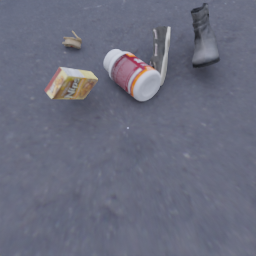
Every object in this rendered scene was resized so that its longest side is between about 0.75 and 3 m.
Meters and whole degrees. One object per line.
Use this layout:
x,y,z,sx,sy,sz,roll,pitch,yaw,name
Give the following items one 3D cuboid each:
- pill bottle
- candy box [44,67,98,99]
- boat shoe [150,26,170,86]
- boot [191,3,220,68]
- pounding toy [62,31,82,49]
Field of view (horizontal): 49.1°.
0.072,-1.844,9.414,1.112,1.112,1.969,-31,55,-25,pill bottle
-1.672,-1.308,8.447,0.420,0.877,1.520,47,24,15,candy box
1.057,-2.578,9.991,0.690,0.810,2.422,6,68,12,boat shoe
2.569,-3.306,9.875,0.956,1.803,2.739,-11,28,19,boot
-2.153,-3.524,11.224,0.948,0.542,0.544,14,91,31,pounding toy
